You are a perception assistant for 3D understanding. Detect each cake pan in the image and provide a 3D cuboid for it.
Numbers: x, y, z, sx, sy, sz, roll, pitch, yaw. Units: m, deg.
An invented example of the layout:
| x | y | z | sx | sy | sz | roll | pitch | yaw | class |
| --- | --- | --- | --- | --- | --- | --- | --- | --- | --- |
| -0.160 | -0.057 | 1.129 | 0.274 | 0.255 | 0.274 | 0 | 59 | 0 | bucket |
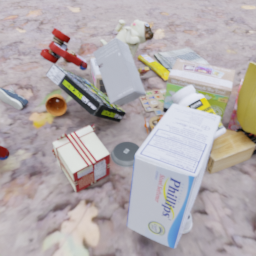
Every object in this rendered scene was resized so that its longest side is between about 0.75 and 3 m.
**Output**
| x | y | z | sx | sy | sz | roll | pitch | yaw | class |
| --- | --- | --- | --- | --- | --- | --- | --- | --- | --- |
| -0.048 | 0.964 | 10.636 | 1.219 | 0.224 | 1.219 | 0 | 41 | 0 | cake pan |

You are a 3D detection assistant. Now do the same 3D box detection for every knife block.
| x | y | z | sx | sy | sz | roll | pitch | yaw | class |
| --- | --- | --- | --- | --- | --- | --- | --- | --- | --- |
| 4.159 | 0.834 | 10.354 | 2.109 | 0.769 | 2.402 | 14 | 43 | 16 | knife block |

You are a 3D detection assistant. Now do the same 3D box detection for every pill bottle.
| x | y | z | sx | sy | sz | roll | pitch | yaw | class |
| --- | --- | --- | --- | --- | --- | --- | --- | --- | --- |
| 2.376 | -0.427 | 9.714 | 1.120 | 1.120 | 1.991 | -26 | 79 | -26 | pill bottle |

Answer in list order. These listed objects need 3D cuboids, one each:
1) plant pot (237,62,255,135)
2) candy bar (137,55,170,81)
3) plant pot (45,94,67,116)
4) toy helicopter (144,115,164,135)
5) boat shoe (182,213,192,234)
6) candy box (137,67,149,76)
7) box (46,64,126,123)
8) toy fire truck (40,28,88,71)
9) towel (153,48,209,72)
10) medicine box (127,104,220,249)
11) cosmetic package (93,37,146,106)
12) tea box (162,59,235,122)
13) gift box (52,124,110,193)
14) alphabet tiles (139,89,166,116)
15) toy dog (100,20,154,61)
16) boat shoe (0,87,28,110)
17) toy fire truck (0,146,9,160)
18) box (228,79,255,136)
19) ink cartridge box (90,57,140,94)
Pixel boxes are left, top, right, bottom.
| x | y | z | sx | sy | sz | roll | pitch | yaw | class |
| --- | --- | --- | --- | --- | --- | --- | --- | --- | --- |
| 4.904 | -0.798 | 9.610 | 2.118 | 2.181 | 2.132 | 21 | 20 | 4 | plant pot |
| 1.462 | -3.403 | 15.505 | 0.721 | 0.320 | 2.892 | -18 | 44 | -25 | candy bar |
| -3.118 | -1.067 | 12.224 | 0.910 | 0.910 | 0.637 | -5 | 30 | -5 | plant pot |
| 1.027 | 0.061 | 11.452 | 0.942 | 0.562 | 1.424 | 13 | 52 | 9 | toy helicopter |
| 1.021 | 2.292 | 8.703 | 0.821 | 0.781 | 2.280 | -26 | 48 | -27 | boat shoe |
| 0.688 | -2.852 | 14.275 | 0.476 | 0.230 | 0.816 | -9 | -3 | -20 | candy box |
| -1.587 | -1.309 | 11.192 | 2.641 | 2.551 | 0.628 | 40 | 97 | 17 | box |
| -2.855 | -3.512 | 13.283 | 2.113 | 1.411 | 2.516 | 30 | 10 | -18 | toy fire truck |
| 2.984 | -3.915 | 16.003 | 2.505 | 0.433 | 2.412 | -14 | 44 | -15 | towel |
| 1.228 | 1.148 | 7.448 | 1.426 | 2.523 | 2.770 | 19 | 36 | 19 | medicine box |
| -0.276 | -1.720 | 8.858 | 0.993 | 0.838 | 1.859 | -26 | 74 | 25 | cosmetic package |
| 2.799 | -1.256 | 11.454 | 2.386 | 2.348 | 1.595 | 15 | 44 | 15 | tea box |
| -1.525 | 0.883 | 9.382 | 1.575 | 1.706 | 1.593 | -24 | 56 | -27 | gift box |
| 1.746 | -1.260 | 13.218 | 2.250 | 0.071 | 1.873 | -9 | 43 | -11 | alphabet tiles |
| 0.165 | -3.967 | 12.852 | 2.127 | 2.063 | 1.484 | -43 | 39 | 7 | toy dog |
| -5.423 | -1.458 | 13.038 | 1.804 | 0.675 | 0.558 | 25 | 49 | 24 | boat shoe |
| -5.238 | 0.526 | 9.331 | 2.683 | 2.253 | 1.504 | 5 | 74 | 26 | toy fire truck |
| 5.219 | -0.915 | 12.042 | 1.264 | 1.166 | 2.463 | 17 | 44 | 18 | box |
| -0.735 | -2.784 | 14.198 | 2.115 | 0.964 | 2.568 | -7 | 39 | -12 | ink cartridge box |
